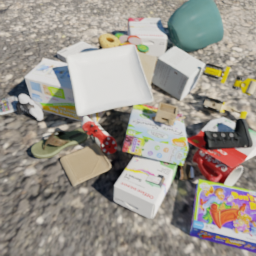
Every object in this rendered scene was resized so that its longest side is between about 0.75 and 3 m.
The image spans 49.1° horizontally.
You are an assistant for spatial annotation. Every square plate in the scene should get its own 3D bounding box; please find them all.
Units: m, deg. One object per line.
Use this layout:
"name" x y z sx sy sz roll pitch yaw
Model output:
"square plate" -0.697 -1.697 9.879 2.602 0.370 2.577 -12 64 -8

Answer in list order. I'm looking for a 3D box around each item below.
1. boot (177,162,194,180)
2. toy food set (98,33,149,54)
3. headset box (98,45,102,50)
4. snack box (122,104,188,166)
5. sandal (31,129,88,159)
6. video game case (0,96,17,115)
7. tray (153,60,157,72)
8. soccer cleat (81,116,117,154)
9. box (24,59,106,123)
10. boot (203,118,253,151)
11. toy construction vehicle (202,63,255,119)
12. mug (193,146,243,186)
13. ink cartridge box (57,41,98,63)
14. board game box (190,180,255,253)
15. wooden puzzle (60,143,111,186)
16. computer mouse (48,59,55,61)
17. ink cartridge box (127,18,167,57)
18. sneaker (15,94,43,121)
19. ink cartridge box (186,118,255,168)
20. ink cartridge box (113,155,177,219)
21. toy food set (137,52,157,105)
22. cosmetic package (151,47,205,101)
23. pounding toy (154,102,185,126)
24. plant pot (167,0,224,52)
"boot" 1.933 1.336 9.478 0.492 0.379 1.014 11 52 -5
"toy food set" -0.173 -3.876 13.385 2.205 0.542 2.227 -19 52 -27
"headset box" -0.718 -3.421 13.920 1.498 0.798 1.720 2 44 -10
"snack box" 0.952 0.090 9.681 1.950 0.726 2.742 13 27 1
"sandal" -2.502 0.407 10.196 2.170 0.619 0.862 -24 49 -23
"video game case" -5.167 -0.964 12.000 0.880 0.111 0.965 -17 47 -17
"tray" 0.797 -2.773 13.510 1.017 0.382 2.061 25 45 -1
"soccer cleat" -0.973 0.250 9.553 0.594 1.733 0.738 -40 38 6
"box" -2.356 -1.489 11.393 2.970 1.671 1.505 15 47 16
"boot" 3.191 0.190 9.239 1.454 0.477 1.198 -4 46 2
"toy construction vehicle" 3.965 -1.486 11.342 2.125 1.850 0.748 22 14 28
"mug" 2.796 1.191 9.062 1.376 1.221 0.918 40 100 39
"ink cartridge box" -2.608 -3.928 14.869 1.547 0.393 1.756 33 53 31
"board game box" 3.122 2.540 8.027 2.451 0.549 1.648 11 45 11
"wooden puzzle" -1.469 1.248 9.606 1.419 0.264 1.312 -25 48 -18
"computer mouse" -2.846 -2.931 13.377 2.214 0.649 0.377 5 66 -6
"ink cartridge box" 0.970 -5.058 15.487 1.941 1.126 2.630 1 44 -4
"sneaker" -4.066 -0.701 11.445 1.302 0.741 0.491 49 35 -2
"ink cartridge box" 3.401 0.387 9.604 2.372 0.594 1.909 -11 33 -43
"ink cartridge box" 0.552 1.649 8.711 1.351 0.784 1.866 20 44 19
"toy food set" 0.125 -2.037 10.768 1.580 0.665 2.201 14 65 -1
"cosmetic package" 2.176 -2.421 12.380 1.663 1.392 1.383 36 53 18
"pounding toy" 1.377 -0.307 9.293 0.936 0.488 1.066 17 32 4
"plant pot" 3.383 -5.339 14.849 2.182 2.719 2.719 -27 46 4
